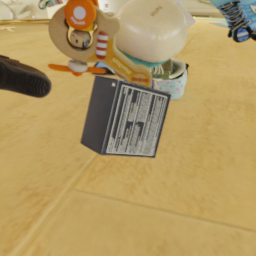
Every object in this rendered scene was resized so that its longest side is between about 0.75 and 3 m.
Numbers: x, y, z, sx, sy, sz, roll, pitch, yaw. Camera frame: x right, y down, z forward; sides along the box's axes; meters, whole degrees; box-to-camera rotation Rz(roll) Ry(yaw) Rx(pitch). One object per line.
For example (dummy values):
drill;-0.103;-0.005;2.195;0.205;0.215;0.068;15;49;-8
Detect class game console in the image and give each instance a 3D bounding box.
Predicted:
game console;-0.650;-4.198;15.876;2.602;1.722;2.959;3;26;5

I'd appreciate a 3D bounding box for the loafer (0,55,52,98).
loafer;-2.550;-1.137;5.824;1.888;0.689;0.670;21;20;-24

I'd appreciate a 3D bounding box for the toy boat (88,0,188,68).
toy boat;-0.029;-2.455;6.707;2.905;1.350;2.442;30;47;11

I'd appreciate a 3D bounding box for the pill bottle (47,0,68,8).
pill bottle;-2.457;-4.487;9.643;0.853;0.486;0.486;-13;26;7

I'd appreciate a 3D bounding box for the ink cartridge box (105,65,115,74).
ink cartridge box;-0.591;-2.428;9.832;0.267;0.863;1.065;-7;60;37

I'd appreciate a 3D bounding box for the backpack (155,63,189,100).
backpack;1.869;-2.031;12.126;1.612;1.223;1.932;-6;26;17

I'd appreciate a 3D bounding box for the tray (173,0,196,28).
tray;1.419;-3.924;10.761;2.115;1.136;0.235;-24;41;42

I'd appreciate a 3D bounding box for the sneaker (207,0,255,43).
sneaker;2.563;-2.540;6.082;2.843;1.279;1.114;-1;13;-40

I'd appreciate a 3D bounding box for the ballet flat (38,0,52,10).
ballet flat;-2.360;-3.699;8.050;0.301;0.893;0.314;32;56;-20

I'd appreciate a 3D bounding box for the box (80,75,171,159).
box;-0.033;-0.132;3.722;0.932;0.940;0.579;9;8;-41

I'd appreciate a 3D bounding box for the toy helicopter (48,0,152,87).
toy helicopter;-0.497;-1.321;5.185;2.144;1.418;0.846;34;23;-18

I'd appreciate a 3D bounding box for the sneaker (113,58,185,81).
sneaker;0.793;-1.947;8.648;1.166;0.871;2.597;-5;0;41

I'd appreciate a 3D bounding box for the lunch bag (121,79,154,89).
lunch bag;0.388;-2.375;13.043;1.410;1.027;1.659;-3;35;-8
